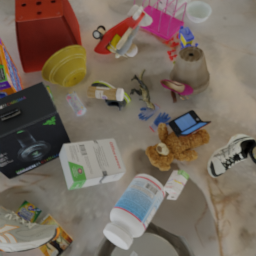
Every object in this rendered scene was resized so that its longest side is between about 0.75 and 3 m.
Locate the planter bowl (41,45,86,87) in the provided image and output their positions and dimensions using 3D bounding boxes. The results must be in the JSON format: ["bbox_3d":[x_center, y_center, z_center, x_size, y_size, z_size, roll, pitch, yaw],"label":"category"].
[{"bbox_3d":[-2.239,-2.158,10.772,1.989,1.989,0.828,-33,79,-16],"label":"planter bowl"}]

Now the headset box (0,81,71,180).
[{"bbox_3d":[-3.316,0.131,8.935,2.477,2.845,1.320,-25,64,-14],"label":"headset box"}]

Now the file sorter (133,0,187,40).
[{"bbox_3d":[1.401,-5.272,12.671,2.070,1.298,1.438,34,63,17],"label":"file sorter"}]

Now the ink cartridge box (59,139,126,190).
[{"bbox_3d":[-1.171,1.162,9.209,1.829,0.769,1.335,-5,59,-30],"label":"ink cartridge box"}]

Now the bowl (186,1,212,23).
[{"bbox_3d":[3.277,-5.369,13.212,1.203,0.540,1.203,0,62,1],"label":"bowl"}]

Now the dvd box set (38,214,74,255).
[{"bbox_3d":[-2.407,3.410,8.682,1.199,0.176,0.877,40,69,19],"label":"dvd box set"}]

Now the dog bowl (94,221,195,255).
[{"bbox_3d":[0.460,4.101,7.887,2.929,0.859,2.929,0,59,-1],"label":"dog bowl"}]

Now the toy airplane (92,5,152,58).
[{"bbox_3d":[-0.044,-3.795,11.499,2.451,1.730,2.441,-42,25,-18],"label":"toy airplane"}]

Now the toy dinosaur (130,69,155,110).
[{"bbox_3d":[0.506,-1.574,10.998,0.922,0.496,2.091,15,54,-41],"label":"toy dinosaur"}]

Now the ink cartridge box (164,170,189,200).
[{"bbox_3d":[1.546,1.881,9.256,0.324,0.563,0.961,42,65,-15],"label":"ink cartridge box"}]

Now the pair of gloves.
[{"bbox_3d":[0.994,-0.439,10.785,0.972,0.138,1.209,-36,68,-18],"label":"pair of gloves"}]

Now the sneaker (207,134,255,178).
[{"bbox_3d":[3.483,0.921,9.408,1.926,0.844,0.728,-46,106,-10],"label":"sneaker"}]

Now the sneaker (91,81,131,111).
[{"bbox_3d":[-0.775,-1.275,10.977,1.718,0.635,0.695,26,67,15],"label":"sneaker"}]

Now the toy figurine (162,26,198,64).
[{"bbox_3d":[2.333,-3.504,11.738,1.170,1.328,2.217,-15,61,-7],"label":"toy figurine"}]

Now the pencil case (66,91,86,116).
[{"bbox_3d":[-2.015,-0.946,10.886,0.459,0.421,1.012,-39,66,13],"label":"pencil case"}]

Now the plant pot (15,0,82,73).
[{"bbox_3d":[-3.386,-4.190,11.570,2.634,2.323,2.636,-9,62,-5],"label":"plant pot"}]

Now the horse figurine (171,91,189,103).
[{"bbox_3d":[2.266,-1.656,11.117,1.550,0.387,1.027,-34,61,-1],"label":"horse figurine"}]

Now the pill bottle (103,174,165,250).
[{"bbox_3d":[0.173,2.315,7.848,1.049,1.049,1.930,30,55,15],"label":"pill bottle"}]

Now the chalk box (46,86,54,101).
[{"bbox_3d":[-3.328,-1.180,10.691,0.671,0.675,1.085,-5,28,18],"label":"chalk box"}]

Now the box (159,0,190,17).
[{"bbox_3d":[2.262,-6.113,13.518,1.084,0.708,1.078,-39,68,-19],"label":"box"}]

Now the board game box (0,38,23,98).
[{"bbox_3d":[-5.262,-1.486,10.039,2.414,2.415,2.416,-19,63,-10],"label":"board game box"}]

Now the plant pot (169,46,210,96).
[{"bbox_3d":[2.367,-2.267,10.651,1.582,1.373,1.582,-3,52,5],"label":"plant pot"}]

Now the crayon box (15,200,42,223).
[{"bbox_3d":[-3.316,2.911,8.900,0.635,0.261,1.011,27,66,12],"label":"crayon box"}]

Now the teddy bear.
[{"bbox_3d":[1.754,0.485,9.779,2.362,0.788,1.712,-14,76,-9],"label":"teddy bear"}]

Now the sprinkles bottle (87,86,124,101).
[{"bbox_3d":[-0.849,-1.293,10.508,1.335,0.455,0.455,7,62,13],"label":"sprinkles bottle"}]

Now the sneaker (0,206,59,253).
[{"bbox_3d":[-3.424,2.915,8.198,2.793,1.057,1.285,-7,77,3],"label":"sneaker"}]

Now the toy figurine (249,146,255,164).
[{"bbox_3d":[5.657,0.336,9.551,2.519,1.780,2.559,20,62,4],"label":"toy figurine"}]

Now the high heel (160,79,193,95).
[{"bbox_3d":[1.757,-1.494,10.293,1.267,0.609,0.427,20,97,42],"label":"high heel"}]

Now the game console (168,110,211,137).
[{"bbox_3d":[2.048,-0.177,9.427,1.081,0.642,0.932,-27,66,-13],"label":"game console"}]
